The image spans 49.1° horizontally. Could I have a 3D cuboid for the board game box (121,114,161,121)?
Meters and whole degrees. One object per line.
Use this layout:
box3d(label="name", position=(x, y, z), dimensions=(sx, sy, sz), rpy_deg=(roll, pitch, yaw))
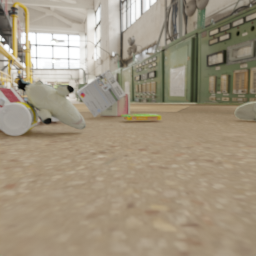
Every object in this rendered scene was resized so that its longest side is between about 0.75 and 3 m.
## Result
box3d(label="board game box", position=(0.545, -0.469, 12.297), dimensions=(1.653, 0.248, 0.789), rpy_deg=(1, 7, -12))

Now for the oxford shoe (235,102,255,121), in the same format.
box3d(label="oxford shoe", position=(5.835, -0.620, 12.083), dimensions=(2.416, 0.908, 0.698), rpy_deg=(3, 38, 34))

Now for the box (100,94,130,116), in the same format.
box3d(label="box", position=(-0.717, -1.349, 16.138), dimensions=(1.079, 1.267, 1.981), rpy_deg=(2, 7, 21))

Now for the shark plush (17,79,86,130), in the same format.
box3d(label="shark plush", position=(-2.620, -0.749, 8.737), dimensions=(2.840, 1.290, 1.183), rpy_deg=(18, -12, 25))

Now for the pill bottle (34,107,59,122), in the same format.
box3d(label="pill bottle", position=(-3.458, -0.883, 12.074), dimensions=(1.194, 1.194, 2.143), rpy_deg=(-4, 5, -32))

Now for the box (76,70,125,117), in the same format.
box3d(label="box", position=(-1.386, -1.767, 14.435), dimensions=(2.017, 1.572, 0.415), rpy_deg=(-37, 19, -5))

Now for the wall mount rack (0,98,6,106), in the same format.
box3d(label="wall mount rack", position=(-4.277, -1.055, 7.928), dimensions=(1.034, 2.774, 2.411), rpy_deg=(-4, -16, -41))

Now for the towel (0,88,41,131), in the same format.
box3d(label="towel", position=(-4.259, -0.683, 9.511), dimensions=(0.285, 1.808, 2.510), rpy_deg=(-43, -8, 17))

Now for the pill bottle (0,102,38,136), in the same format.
box3d(label="pill bottle", position=(-3.260, -0.315, 8.499), dimensions=(0.933, 0.933, 1.632), rpy_deg=(-1, 6, -8))
